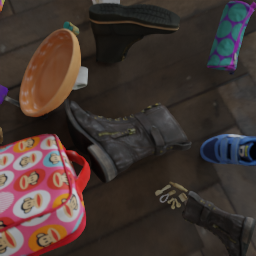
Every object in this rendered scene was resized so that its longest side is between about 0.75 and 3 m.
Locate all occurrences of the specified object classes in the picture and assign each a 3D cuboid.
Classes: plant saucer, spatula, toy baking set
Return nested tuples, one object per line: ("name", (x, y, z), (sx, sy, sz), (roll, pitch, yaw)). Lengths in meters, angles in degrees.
("plant saucer", (-2.000, -1.383, 7.275), (2.405, 0.450, 2.405), (-21, 57, 37))
("spatula", (-3.053, -0.678, 7.723), (1.903, 0.196, 0.538), (24, 83, 4))
("toy baking set", (1.096, 1.651, 6.937), (0.781, 0.091, 0.599), (32, 78, -4))

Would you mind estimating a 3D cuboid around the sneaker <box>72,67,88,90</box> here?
("sneaker", (-1.683, -1.393, 7.908), (1.073, 0.395, 0.620), (-2, 70, -2))

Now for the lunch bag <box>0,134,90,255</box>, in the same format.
("lunch bag", (-2.068, 1.265, 5.957), (2.590, 1.204, 2.940), (-22, 32, -9))

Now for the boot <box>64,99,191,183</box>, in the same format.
("boot", (-0.110, -0.048, 7.270), (2.500, 0.994, 2.872), (-25, 58, -22))

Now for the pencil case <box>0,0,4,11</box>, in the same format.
("pencil case", (-4.097, -3.996, 8.588), (0.589, 0.589, 1.333), (6, 70, 2))

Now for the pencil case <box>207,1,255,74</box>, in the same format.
("pencil case", (2.795, -2.448, 7.625), (0.776, 0.843, 1.825), (10, 98, -37))

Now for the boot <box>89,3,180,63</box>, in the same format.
("boot", (0.153, -2.422, 7.609), (2.307, 1.596, 0.893), (12, 48, 9))

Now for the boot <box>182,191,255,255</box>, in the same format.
("boot", (1.971, 2.248, 6.380), (1.531, 1.758, 0.609), (18, 41, 27))

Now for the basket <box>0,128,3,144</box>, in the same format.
("basket", (-4.221, 0.286, 6.825), (1.348, 1.292, 1.810), (43, 61, 1))

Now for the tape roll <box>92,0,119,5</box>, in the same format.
("tape roll", (-0.719, -4.027, 8.117), (0.523, 1.497, 1.497), (-16, 74, -12))

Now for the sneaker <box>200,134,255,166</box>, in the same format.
("sneaker", (2.639, 0.520, 6.678), (2.078, 0.855, 0.768), (-5, 86, 39))

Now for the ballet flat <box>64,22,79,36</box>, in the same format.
("ballet flat", (-1.664, -2.917, 8.286), (0.315, 0.315, 0.892), (-31, 39, -9))
